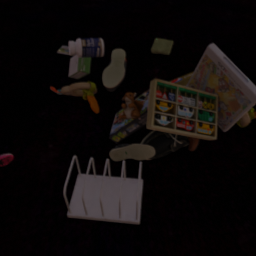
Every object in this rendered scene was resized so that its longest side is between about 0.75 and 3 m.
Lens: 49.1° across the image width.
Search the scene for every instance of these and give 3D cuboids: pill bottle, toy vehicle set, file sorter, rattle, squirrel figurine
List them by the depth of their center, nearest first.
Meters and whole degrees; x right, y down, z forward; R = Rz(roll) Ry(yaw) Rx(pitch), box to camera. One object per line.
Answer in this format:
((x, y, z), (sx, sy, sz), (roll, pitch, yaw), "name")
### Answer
((-0.699, 1.886, 8.847), (2.290, 1.426, 1.589), (5, 46, 4), "file sorter")
((0.118, -0.742, 9.433), (0.648, 0.915, 0.854), (-12, 80, 34), "squirrel figurine")
((1.902, -0.573, 9.516), (2.624, 0.348, 1.630), (10, 77, -23), "toy vehicle set")
((-1.617, -3.068, 10.765), (1.278, 0.710, 0.710), (-7, 46, -16), "pill bottle")
((4.729, -1.265, 11.353), (1.585, 1.444, 2.218), (-26, 74, 25), "rattle")
((-2.387, -1.261, 12.539), (2.036, 1.455, 1.326), (-8, 7, -2), "rattle")

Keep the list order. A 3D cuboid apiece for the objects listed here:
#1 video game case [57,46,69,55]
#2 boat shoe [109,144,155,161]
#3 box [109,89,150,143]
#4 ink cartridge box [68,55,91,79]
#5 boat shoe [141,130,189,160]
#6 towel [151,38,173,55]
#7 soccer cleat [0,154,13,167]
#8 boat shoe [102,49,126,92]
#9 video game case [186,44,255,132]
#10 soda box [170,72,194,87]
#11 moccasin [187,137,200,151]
((-3.526, -4.404, 15.924), (0.786, 0.090, 0.715), (13, 47, 11), "video game case")
((0.187, 0.798, 9.962), (1.718, 0.617, 0.581), (-7, 16, 27), "boat shoe")
((0.343, -0.529, 10.642), (0.443, 2.550, 1.404), (36, 43, -23), "box")
((-2.178, -2.972, 13.124), (0.553, 1.866, 0.969), (9, 81, -31), "ink cartridge box")
((1.728, 0.313, 10.485), (2.913, 0.985, 1.046), (-23, 89, -20), "boat shoe")
((1.956, -4.653, 16.036), (1.132, 0.278, 1.526), (10, 46, 9), "towel")
((-4.906, 1.231, 10.136), (1.386, 0.484, 0.599), (-29, 52, -25), "soccer cleat")
((-0.630, -2.695, 13.626), (1.003, 0.882, 2.818), (9, 50, 0), "boat shoe")
((3.286, -1.325, 10.140), (0.304, 2.655, 2.416), (-32, 73, -18), "video game case")
((2.613, -1.937, 12.538), (2.235, 0.716, 0.757), (-22, 20, -1), "soda box")
((2.308, 0.137, 10.105), (0.539, 1.395, 0.510), (4, 9, -12), "moccasin")
